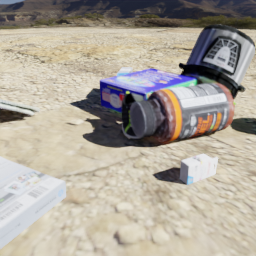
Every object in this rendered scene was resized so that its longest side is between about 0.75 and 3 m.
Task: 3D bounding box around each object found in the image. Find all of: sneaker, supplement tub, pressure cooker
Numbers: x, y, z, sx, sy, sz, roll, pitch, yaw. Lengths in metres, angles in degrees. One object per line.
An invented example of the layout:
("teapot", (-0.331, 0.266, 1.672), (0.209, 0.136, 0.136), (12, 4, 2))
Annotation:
("sneaker", (0.065, -0.390, 8.168), (0.601, 0.693, 1.675), (-10, 50, -7))
("supplement tub", (1.462, -0.412, 7.832), (2.727, 1.458, 1.458), (-10, 26, -21))
("pressure cooker", (3.425, -2.326, 10.882), (2.308, 2.584, 2.272), (25, 1, -34))

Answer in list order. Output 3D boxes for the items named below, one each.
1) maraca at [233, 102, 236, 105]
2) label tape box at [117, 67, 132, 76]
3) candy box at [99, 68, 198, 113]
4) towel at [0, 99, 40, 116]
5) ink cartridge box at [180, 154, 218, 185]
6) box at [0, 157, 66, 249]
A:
("maraca", (3.236, -1.005, 10.024), (0.918, 0.716, 1.339), (-6, 24, -13))
("label tape box", (-0.141, -1.817, 11.436), (0.482, 1.045, 1.459), (3, 24, 6))
("candy box", (0.776, -1.322, 10.279), (2.812, 1.083, 2.377), (-22, 31, -37))
("towel", (-4.110, -0.748, 9.154), (1.785, 0.320, 1.854), (10, 0, 37))
("ink cartridge box", (1.547, 0.874, 6.137), (0.817, 0.470, 0.277), (-12, 27, -26))
("box", (-2.493, 1.259, 5.345), (2.044, 0.421, 1.594), (14, 27, 26))
